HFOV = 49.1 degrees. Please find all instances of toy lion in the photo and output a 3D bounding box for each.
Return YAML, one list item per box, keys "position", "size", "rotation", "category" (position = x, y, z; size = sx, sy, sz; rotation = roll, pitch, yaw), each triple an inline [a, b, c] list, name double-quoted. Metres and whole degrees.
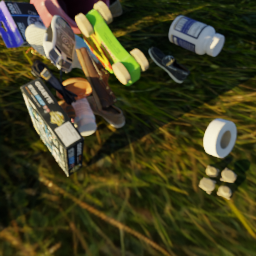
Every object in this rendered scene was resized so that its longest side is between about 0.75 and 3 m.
- position: [-0.544, -2.016, 7.306]
  size: [0.770, 2.150, 2.243]
  rotation: [-38, 89, -7]
  category: "toy lion"

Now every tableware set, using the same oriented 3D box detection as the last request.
- position: [2.382, 1.401, 7.416]
  size: [0.816, 0.113, 0.977]
  rotation: [21, 51, 18]
  category: "tableware set"

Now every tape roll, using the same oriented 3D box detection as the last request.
- position: [2.341, 0.265, 7.115]
  size: [0.956, 0.956, 0.335]
  rotation: [-36, 35, -27]
  category: "tape roll"

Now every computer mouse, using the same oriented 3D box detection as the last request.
- position: [-1.786, -1.818, 7.079]
  size: [0.533, 1.333, 2.430]
  rotation: [-22, 52, 25]
  category: "computer mouse"

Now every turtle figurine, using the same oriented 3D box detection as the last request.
- position: [-3.483, -3.023, 11.220]
  size: [0.810, 0.323, 1.004]
  rotation: [33, 47, 17]
  category: "turtle figurine"

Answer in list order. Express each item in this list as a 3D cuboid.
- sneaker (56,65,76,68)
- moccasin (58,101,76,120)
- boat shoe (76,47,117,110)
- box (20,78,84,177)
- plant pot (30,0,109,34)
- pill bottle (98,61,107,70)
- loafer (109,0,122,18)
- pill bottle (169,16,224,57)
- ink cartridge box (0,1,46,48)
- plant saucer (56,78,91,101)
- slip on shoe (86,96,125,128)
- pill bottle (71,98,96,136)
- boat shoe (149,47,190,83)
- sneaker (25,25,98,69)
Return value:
- position: [-1.939, -2.730, 10.779]
  size: [1.921, 0.735, 0.776]
  rotation: [-8, 75, -15]
  category: "sneaker"
- position: [-2.260, -0.553, 8.340]
  size: [0.684, 0.722, 1.871]
  rotation: [-17, 10, -36]
  category: "moccasin"
- position: [-0.751, -1.251, 6.938]
  size: [0.599, 1.702, 0.599]
  rotation: [-22, 40, -3]
  category: "boat shoe"
- position: [-1.772, 0.112, 6.806]
  size: [0.507, 2.204, 1.752]
  rotation: [-33, 75, -22]
  category: "box"
- position: [-2.594, -5.128, 11.433]
  size: [2.490, 2.782, 2.782]
  rotation: [1, 39, 45]
  category: "plant pot"
- position: [-1.124, -2.300, 10.117]
  size: [0.412, 0.753, 0.412]
  rotation: [-23, 33, 16]
  category: "pill bottle"
- position: [-1.450, -5.548, 13.120]
  size: [2.483, 0.837, 0.944]
  rotation: [-25, 53, -20]
  category: "loafer"
- position: [2.737, -3.623, 11.215]
  size: [2.012, 1.118, 1.118]
  rotation: [34, 57, 27]
  category: "pill bottle"
- position: [-3.553, -3.449, 9.319]
  size: [1.612, 0.350, 1.597]
  rotation: [-24, 83, -45]
  category: "ink cartridge box"
- position: [-1.523, -1.116, 8.031]
  size: [1.069, 1.069, 0.200]
  rotation: [-12, 70, -10]
  category: "plant saucer"
- position: [-0.771, -0.633, 8.955]
  size: [0.636, 0.507, 1.673]
  rotation: [-34, 56, -26]
  category: "slip on shoe"
- position: [-1.426, -0.389, 8.594]
  size: [0.680, 0.680, 1.200]
  rotation: [-18, 54, -15]
  category: "pill bottle"
- position: [1.442, -2.318, 9.842]
  size: [1.637, 0.553, 0.588]
  rotation: [43, 49, 2]
  category: "boat shoe"
- position: [-2.025, -2.587, 8.669]
  size: [2.317, 0.856, 0.949]
  rotation: [22, 40, -37]
  category: "sneaker"
